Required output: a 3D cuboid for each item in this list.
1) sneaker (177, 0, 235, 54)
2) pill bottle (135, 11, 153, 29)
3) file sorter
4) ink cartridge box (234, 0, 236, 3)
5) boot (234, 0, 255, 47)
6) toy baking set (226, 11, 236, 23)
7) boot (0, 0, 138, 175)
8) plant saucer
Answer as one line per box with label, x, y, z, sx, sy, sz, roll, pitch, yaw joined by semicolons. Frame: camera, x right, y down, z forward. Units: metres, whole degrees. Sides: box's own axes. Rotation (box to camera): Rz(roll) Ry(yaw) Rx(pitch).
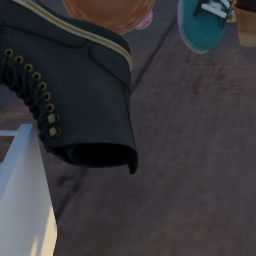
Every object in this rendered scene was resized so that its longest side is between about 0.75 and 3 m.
sneaker;1.426;-2.336;4.369;0.819;0.917;2.296;17;80;-14
pill bottle;0.113;-3.142;7.281;0.681;1.202;0.681;-5;79;27
file sorter;-1.659;1.192;3.079;1.289;2.071;1.437;1;37;-3
ink cartridge box;2.389;-4.389;6.823;0.741;2.598;2.112;-46;44;0
boot;3.499;-2.742;5.180;2.827;2.352;1.023;2;34;15
toy baking set;4.464;-4.772;11.965;1.267;0.147;0.972;-6;46;-6
boot;-1.152;-0.519;3.069;2.773;1.074;1.918;6;52;-18
plant saucer;-0.344;-2.696;5.122;1.932;1.932;0.362;-18;37;-17
